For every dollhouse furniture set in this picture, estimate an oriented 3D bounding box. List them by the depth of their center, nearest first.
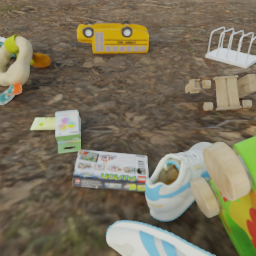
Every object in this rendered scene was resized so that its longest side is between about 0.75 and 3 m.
[{"bbox_3d":[2.664,-0.958,8.123,1.838,0.953,0.814,-5,-6,-7],"label":"dollhouse furniture set"}]

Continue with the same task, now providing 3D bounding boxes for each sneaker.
[{"bbox_3d":[0.548,1.917,3.589,2.259,0.864,0.912,14,63,35],"label":"sneaker"},{"bbox_3d":[1.046,0.766,5.058,0.741,0.782,1.936,9,37,42],"label":"sneaker"},{"bbox_3d":[-4.792,-3.075,11.345,2.004,0.777,0.914,13,50,27],"label":"sneaker"}]

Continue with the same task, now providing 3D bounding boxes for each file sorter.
[{"bbox_3d":[4.243,-3.275,11.157,1.765,1.099,1.225,28,42,36],"label":"file sorter"}]

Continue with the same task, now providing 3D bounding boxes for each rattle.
[{"bbox_3d":[-3.385,-1.611,9.317,1.759,1.930,2.701,-30,58,1],"label":"rattle"}]

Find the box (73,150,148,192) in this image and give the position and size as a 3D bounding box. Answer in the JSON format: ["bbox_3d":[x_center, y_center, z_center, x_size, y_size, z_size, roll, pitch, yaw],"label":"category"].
[{"bbox_3d":[-0.316,0.812,5.376,1.379,0.239,0.759,6,39,-4],"label":"box"}]

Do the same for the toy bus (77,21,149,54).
[{"bbox_3d":[-0.636,-3.832,11.914,2.942,1.152,0.958,-2,35,-2],"label":"toy bus"}]

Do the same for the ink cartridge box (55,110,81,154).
[{"bbox_3d":[-1.414,0.065,6.584,0.535,0.306,1.031,-6,53,-5],"label":"ink cartridge box"}]

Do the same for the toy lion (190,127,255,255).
[{"bbox_3d":[1.709,1.376,3.146,0.898,2.616,2.508,-22,66,-3],"label":"toy lion"}]

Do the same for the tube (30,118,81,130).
[{"bbox_3d":[-1.841,-0.110,7.155,1.238,0.321,0.359,0,0,5],"label":"tube"}]
